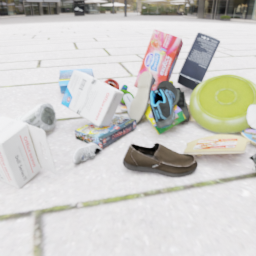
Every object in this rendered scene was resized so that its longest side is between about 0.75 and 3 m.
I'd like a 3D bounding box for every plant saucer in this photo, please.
[{"bbox_3d":[3.941,-1.154,11.321,2.952,0.459,2.952,-8,55,12],"label":"plant saucer"}]

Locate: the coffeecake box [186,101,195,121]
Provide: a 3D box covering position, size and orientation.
[{"bbox_3d":[3.364,-0.772,12.373,1.494,0.546,1.147,-1,26,-6],"label":"coffeecake box"}]

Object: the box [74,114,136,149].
[{"bbox_3d":[-0.837,0.052,10.907,1.412,0.390,2.068,17,31,34],"label":"box"}]

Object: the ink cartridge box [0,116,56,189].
[{"bbox_3d":[-3.687,0.628,8.219,2.996,1.755,1.009,14,39,25],"label":"ink cartridge box"}]

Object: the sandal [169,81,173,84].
[{"bbox_3d":[2.054,-2.552,16.163,1.058,0.421,0.461,-3,21,-24],"label":"sandal"}]

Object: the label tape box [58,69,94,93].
[{"bbox_3d":[-2.815,-2.486,15.486,1.923,0.887,2.684,-5,30,-10],"label":"label tape box"}]

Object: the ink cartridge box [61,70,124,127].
[{"bbox_3d":[-1.366,-1.100,10.579,1.971,1.439,0.831,30,12,21],"label":"ink cartridge box"}]

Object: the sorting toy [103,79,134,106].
[{"bbox_3d":[-0.499,-1.653,13.811,1.799,0.739,1.081,45,46,11],"label":"sorting toy"}]

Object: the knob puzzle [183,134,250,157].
[{"bbox_3d":[3.080,0.629,9.686,2.336,0.324,2.336,-9,10,2],"label":"knob puzzle"}]

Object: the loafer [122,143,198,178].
[{"bbox_3d":[1.021,0.930,8.637,2.358,0.841,0.861,3,26,-4],"label":"loafer"}]

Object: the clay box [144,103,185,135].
[{"bbox_3d":[1.354,-0.665,11.718,1.245,0.516,2.168,-32,31,1],"label":"clay box"}]

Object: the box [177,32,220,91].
[{"bbox_3d":[3.654,-3.416,14.782,1.268,2.430,1.798,25,-4,8],"label":"box"}]

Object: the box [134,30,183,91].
[{"bbox_3d":[1.529,-3.162,13.999,1.465,2.938,1.403,23,11,12],"label":"box"}]

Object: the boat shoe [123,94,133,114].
[{"bbox_3d":[0.229,-0.870,12.577,0.560,0.551,1.552,-23,52,4],"label":"boat shoe"}]

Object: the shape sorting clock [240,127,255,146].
[{"bbox_3d":[5.681,0.203,10.490,2.750,0.540,2.750,0,26,0],"label":"shape sorting clock"}]

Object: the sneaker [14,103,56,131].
[{"bbox_3d":[-3.843,-0.171,10.586,1.417,1.111,2.852,-5,20,22],"label":"sneaker"}]

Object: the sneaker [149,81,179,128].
[{"bbox_3d":[1.387,-1.219,10.890,0.977,1.093,2.669,-17,35,21],"label":"sneaker"}]

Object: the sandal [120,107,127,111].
[{"bbox_3d":[0.278,-1.009,13.048,1.278,0.366,0.490,0,21,-1],"label":"sandal"}]

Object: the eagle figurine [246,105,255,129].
[{"bbox_3d":[5.148,-1.070,8.770,2.038,2.686,2.027,16,58,0],"label":"eagle figurine"}]

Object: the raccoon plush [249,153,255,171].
[{"bbox_3d":[4.031,0.958,8.321,0.567,0.846,0.410,57,26,16],"label":"raccoon plush"}]

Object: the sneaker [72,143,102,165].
[{"bbox_3d":[-1.346,0.849,9.312,0.514,0.468,1.253,16,30,27],"label":"sneaker"}]

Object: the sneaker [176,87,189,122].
[{"bbox_3d":[2.174,-1.071,12.402,0.927,1.107,2.440,2,28,-7],"label":"sneaker"}]

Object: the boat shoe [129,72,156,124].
[{"bbox_3d":[0.700,-1.214,11.923,0.831,2.288,0.718,8,-11,41],"label":"boat shoe"}]
